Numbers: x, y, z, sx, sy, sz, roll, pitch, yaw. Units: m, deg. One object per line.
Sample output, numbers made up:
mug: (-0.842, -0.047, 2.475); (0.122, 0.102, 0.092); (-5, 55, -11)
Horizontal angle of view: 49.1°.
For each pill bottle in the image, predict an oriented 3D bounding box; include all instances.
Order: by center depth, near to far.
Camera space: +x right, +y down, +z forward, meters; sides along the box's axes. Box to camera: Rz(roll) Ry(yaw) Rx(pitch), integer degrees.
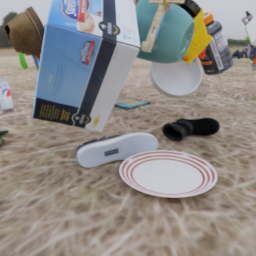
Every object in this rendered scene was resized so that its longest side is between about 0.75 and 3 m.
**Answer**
pill bottle: (3.261, -3.346, 11.109); (1.226, 2.308, 1.226); (-23, 27, 13)

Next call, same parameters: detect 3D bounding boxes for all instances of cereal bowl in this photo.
cereal bowl: (1.693, -1.944, 10.396); (1.933, 1.933, 0.805); (-3, -15, -8)

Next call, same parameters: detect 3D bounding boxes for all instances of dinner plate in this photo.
dinner plate: (0.978, 1.155, 7.044); (2.401, 0.291, 2.401); (-1, 18, 0)

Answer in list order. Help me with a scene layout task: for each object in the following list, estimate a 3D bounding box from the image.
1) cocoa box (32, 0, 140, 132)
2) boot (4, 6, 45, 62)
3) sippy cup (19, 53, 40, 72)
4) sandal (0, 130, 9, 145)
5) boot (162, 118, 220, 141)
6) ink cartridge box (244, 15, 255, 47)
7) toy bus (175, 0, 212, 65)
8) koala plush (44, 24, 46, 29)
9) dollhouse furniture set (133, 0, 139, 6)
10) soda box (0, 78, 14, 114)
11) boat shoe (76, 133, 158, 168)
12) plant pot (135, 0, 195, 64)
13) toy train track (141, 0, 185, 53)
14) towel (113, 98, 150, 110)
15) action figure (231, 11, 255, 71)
cocoa box: (-1.103, -1.544, 6.632); (1.827, 2.784, 1.857); (11, 49, -17)
boot: (-2.732, -2.356, 7.786); (0.908, 0.886, 2.408); (-34, -7, -11)
sippy cup: (-2.926, -2.680, 10.843); (2.248, 1.648, 1.765); (-11, 10, -8)
sandal: (-4.263, 0.459, 9.063); (0.505, 0.363, 1.272); (2, 34, 0)
boot: (2.158, 0.055, 9.647); (1.720, 0.647, 1.286); (-1, 9, 32)
ink cartridge box: (3.890, -3.059, 7.755); (0.336, 1.402, 1.020); (22, 44, -14)
toy bus: (1.682, -3.126, 9.457); (2.164, 1.530, 2.254); (36, 7, -46)
koala plush: (-1.361, -3.088, 9.203); (1.659, 1.871, 1.719); (-24, 21, 32)
dollhouse furniture set: (0.412, -3.536, 8.610); (0.554, 0.786, 0.550); (14, 31, 22)
soda box: (-3.007, -0.785, 6.858); (0.263, 0.830, 0.283); (-12, -16, -20)
boat shoe: (-0.353, 0.563, 8.123); (2.389, 0.835, 0.791); (-14, 24, -16)
plant pot: (0.933, -2.491, 7.422); (1.360, 1.695, 1.695); (25, 26, 16)
toy train track: (0.643, -2.533, 6.138); (1.002, 1.747, 0.284); (23, 3, 42)
towel: (0.095, -1.255, 14.301); (1.304, 0.193, 1.778); (19, 26, 42)
action figure: (4.284, -2.917, 9.681); (1.083, 2.003, 2.071); (-12, 4, -39)
